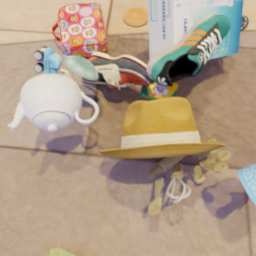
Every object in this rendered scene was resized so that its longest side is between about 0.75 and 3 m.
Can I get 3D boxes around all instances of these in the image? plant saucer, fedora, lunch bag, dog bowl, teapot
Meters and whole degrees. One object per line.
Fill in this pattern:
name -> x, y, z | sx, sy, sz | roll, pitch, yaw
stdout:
plant saucer -> -1.172, -1.622, 7.299 | 0.991, 0.191, 0.991 | 29, 27, -17
fedora -> 0.702, 0.008, 6.361 | 3.001, 3.001, 1.224 | -4, 87, -2
lunch bag -> -1.642, -3.233, 9.356 | 1.769, 0.823, 2.008 | -8, 64, -4
dog bowl -> 2.739, 1.160, 5.791 | 0.400, 1.613, 0.899 | -35, 70, 24
plant saucer -> 0.276, -4.045, 10.135 | 0.961, 0.155, 0.961 | 0, 64, -1
teapot -> -1.682, -0.418, 6.327 | 1.483, 1.463, 1.083 | -28, 58, 30

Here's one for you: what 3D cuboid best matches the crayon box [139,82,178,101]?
crayon box -> 0.914, -1.126, 8.377 | 1.068, 0.311, 0.634 | 16, 79, -9

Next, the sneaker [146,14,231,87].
sneaker -> 1.562, -1.712, 6.430 | 2.302, 0.821, 0.920 | -38, 42, -1

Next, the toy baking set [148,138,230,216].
toy baking set -> 1.300, 1.025, 6.824 | 2.571, 1.973, 0.299 | -34, 104, -8

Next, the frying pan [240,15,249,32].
frying pan -> 3.184, -2.911, 8.269 | 0.545, 0.147, 0.902 | 34, 102, 38

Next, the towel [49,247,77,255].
towel -> -1.257, 3.536, 6.348 | 1.618, 0.295, 1.200 | 19, 64, 10

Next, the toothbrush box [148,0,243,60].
toothbrush box -> 1.851, -2.823, 7.604 | 2.545, 1.863, 1.085 | -20, 29, -29

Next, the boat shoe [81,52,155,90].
boat shoe -> -0.344, -1.522, 7.974 | 2.777, 0.989, 0.869 | 23, 75, 42

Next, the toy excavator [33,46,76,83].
toy excavator -> -1.825, -1.509, 7.146 | 1.010, 0.983, 0.505 | 12, 31, 5
